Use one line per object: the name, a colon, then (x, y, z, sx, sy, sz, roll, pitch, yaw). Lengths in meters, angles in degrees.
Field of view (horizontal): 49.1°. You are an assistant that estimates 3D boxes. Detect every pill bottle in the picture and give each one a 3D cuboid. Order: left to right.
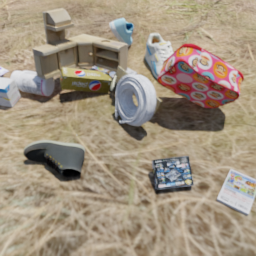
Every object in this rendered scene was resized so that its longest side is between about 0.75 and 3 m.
pill bottle: (-3.836, -1.819, 11.240, 1.542, 0.874, 0.874, 11, 46, 11)

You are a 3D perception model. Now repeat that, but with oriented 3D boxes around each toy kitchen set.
toy kitchen set: (-1.772, -3.101, 10.478, 2.453, 2.218, 2.719, 22, 39, 29)

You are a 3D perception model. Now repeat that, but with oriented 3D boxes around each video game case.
video game case: (-0.671, -2.460, 12.390, 1.762, 0.159, 1.262, 33, 54, 28)
video game case: (3.207, 1.828, 8.118, 0.886, 0.112, 1.238, 24, 50, 23)

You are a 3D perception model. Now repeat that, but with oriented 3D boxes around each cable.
cable: (0.236, -0.937, 9.607, 0.615, 1.776, 1.776, -13, 20, -37)

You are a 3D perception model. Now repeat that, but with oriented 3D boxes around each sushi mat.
sushi mat: (0.344, -1.366, 10.283, 2.088, 0.999, 0.126, 41, 66, 11)

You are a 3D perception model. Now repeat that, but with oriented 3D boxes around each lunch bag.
lunch bag: (2.437, -1.649, 9.978, 2.626, 2.313, 1.076, 27, 69, -14)

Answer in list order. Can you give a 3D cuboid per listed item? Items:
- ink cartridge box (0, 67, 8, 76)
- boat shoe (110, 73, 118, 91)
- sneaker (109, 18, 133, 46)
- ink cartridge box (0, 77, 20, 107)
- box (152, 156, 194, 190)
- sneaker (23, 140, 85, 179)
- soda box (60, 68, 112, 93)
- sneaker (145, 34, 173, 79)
ink cartridge box: (-6.367, -2.106, 11.803, 2.000, 0.434, 1.981, 27, 52, 28)
boat shoe: (-0.398, -1.959, 11.429, 0.468, 0.497, 1.385, 24, 45, -8)
sneaker: (-0.059, -4.468, 13.202, 0.891, 2.175, 0.804, -17, 84, 18)
ink cartridge box: (-4.694, -1.363, 10.761, 0.649, 0.897, 0.661, 9, 46, 12)
box: (1.306, 1.322, 8.242, 1.111, 0.256, 0.883, -6, 76, -6)
sneaker: (-2.308, 0.971, 8.536, 1.908, 0.714, 1.014, 0, 43, -2)
soda box: (-1.686, -1.866, 11.081, 1.937, 0.656, 0.620, 2, 43, -22)
sneaker: (1.526, -3.027, 12.233, 1.128, 1.191, 2.948, -15, 48, -17)
